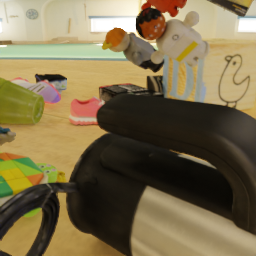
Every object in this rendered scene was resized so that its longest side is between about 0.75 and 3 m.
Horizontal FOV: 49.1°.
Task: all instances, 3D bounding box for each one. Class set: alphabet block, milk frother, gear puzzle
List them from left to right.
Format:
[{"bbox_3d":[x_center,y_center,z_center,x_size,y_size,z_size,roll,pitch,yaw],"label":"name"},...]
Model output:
[{"bbox_3d":[-3.204,0.435,5.194,2.300,0.301,1.191,-28,-17,26],"label":"gear puzzle"},{"bbox_3d":[0.181,1.204,2.823,2.462,2.363,2.618,16,60,38],"label":"milk frother"},{"bbox_3d":[2.920,-1.962,10.197,2.484,2.427,2.440,-10,24,-21],"label":"alphabet block"}]

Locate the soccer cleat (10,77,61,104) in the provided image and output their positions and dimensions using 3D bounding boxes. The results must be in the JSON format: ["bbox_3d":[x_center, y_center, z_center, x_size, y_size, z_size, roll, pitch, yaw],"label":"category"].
[{"bbox_3d":[-3.758,-1.299,10.792,2.864,0.955,1.095,18,52,33],"label":"soccer cleat"}]

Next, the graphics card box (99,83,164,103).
[{"bbox_3d":[0.070,-1.172,10.597,1.495,0.606,2.383,-12,22,-31],"label":"graphics card box"}]

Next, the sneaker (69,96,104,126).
[{"bbox_3d":[-0.853,-0.536,8.557,1.943,0.843,0.716,0,21,-3],"label":"sneaker"}]

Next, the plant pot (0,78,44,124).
[{"bbox_3d":[-3.358,-0.702,8.553,1.341,1.392,1.392,13,21,2],"label":"plant pot"}]

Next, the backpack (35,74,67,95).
[{"bbox_3d":[-3.240,-1.842,11.966,1.171,0.860,1.071,-15,35,-31],"label":"backpack"}]

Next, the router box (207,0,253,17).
[{"bbox_3d":[2.791,-3.642,7.443,1.175,0.924,0.307,17,22,-15],"label":"router box"}]

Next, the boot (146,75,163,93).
[{"bbox_3d":[1.784,-1.752,11.756,1.960,0.952,2.602,-1,14,0],"label":"boot"}]

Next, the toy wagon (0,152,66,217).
[{"bbox_3d":[-2.133,0.889,4.799,2.285,0.452,1.773,-7,26,-42],"label":"toy wagon"}]

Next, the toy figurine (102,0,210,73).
[{"bbox_3d":[0.699,-2.599,6.133,1.765,2.497,2.536,23,-2,-28],"label":"toy figurine"}]
